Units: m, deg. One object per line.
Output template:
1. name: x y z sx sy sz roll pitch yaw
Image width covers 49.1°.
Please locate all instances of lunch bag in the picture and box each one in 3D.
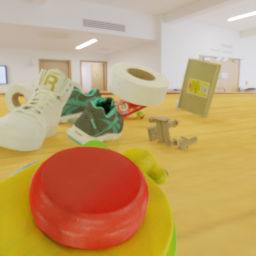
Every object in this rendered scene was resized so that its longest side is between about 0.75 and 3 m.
1. lunch bag: -0.003 -0.777 10.104 1.266 0.589 1.437 -8 13 46

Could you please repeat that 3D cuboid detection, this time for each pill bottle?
1. pill bottle: -3.344 -1.424 12.622 2.409 1.376 1.376 5 10 24

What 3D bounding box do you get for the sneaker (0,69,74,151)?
1. sneaker: -1.925 -0.528 5.882 1.025 1.607 2.781 21 8 -5

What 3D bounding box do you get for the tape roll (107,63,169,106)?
1. tape roll: 0.354 -1.591 10.010 2.134 0.746 2.134 14 30 -8

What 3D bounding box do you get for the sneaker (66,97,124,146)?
1. sneaker: -0.474 -0.233 6.076 0.812 0.955 2.093 31 18 8

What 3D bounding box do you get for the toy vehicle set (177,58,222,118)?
1. toy vehicle set: 2.652 -1.531 10.640 1.257 2.024 0.268 25 25 35

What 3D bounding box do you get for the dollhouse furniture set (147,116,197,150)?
1. dollhouse furniture set: 0.900 0.032 5.857 0.497 0.582 1.123 -20 17 -25

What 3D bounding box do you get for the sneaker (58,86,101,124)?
1. sneaker: -2.003 -0.799 9.270 2.675 1.220 1.038 -7 11 -37

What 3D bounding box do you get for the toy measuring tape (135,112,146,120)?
1. toy measuring tape: 0.514 -0.472 10.158 0.294 0.294 0.798 5 12 29

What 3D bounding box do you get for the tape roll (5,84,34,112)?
1. tape roll: -4.145 -1.088 10.935 1.258 1.258 0.440 2 16 13

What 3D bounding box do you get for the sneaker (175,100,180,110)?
1. sneaker: 3.036 -1.191 13.834 1.069 0.682 1.851 5 20 21

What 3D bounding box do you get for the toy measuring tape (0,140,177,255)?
1. toy measuring tape: -0.479 0.738 1.062 0.940 0.940 2.555 6 24 34

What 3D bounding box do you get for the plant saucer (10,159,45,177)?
1. plant saucer: -0.876 0.598 3.501 1.420 0.273 1.420 1 9 0

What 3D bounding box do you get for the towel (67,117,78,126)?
1. towel: -1.096 -0.170 8.443 1.355 0.247 1.005 8 13 37
